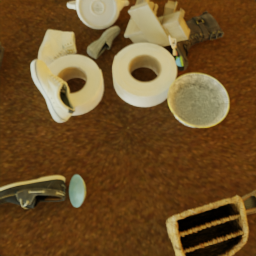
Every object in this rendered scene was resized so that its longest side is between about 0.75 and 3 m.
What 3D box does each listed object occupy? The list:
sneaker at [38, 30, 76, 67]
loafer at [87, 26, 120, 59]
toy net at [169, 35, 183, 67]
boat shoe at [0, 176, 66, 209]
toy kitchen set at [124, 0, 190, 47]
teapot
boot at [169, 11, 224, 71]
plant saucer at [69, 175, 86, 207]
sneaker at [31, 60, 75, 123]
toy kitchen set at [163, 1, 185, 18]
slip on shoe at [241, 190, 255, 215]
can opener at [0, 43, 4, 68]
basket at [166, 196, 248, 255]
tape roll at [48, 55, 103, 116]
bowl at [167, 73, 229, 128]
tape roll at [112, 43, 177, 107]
[{"bbox_3d":[-3.040,-3.321,12.333,1.426,0.909,2.467,4,66,5],"label":"sneaker"},{"bbox_3d":[-1.016,-3.857,12.730,0.664,0.666,1.904,43,81,11],"label":"loafer"},{"bbox_3d":[1.845,-2.998,10.743,0.254,1.314,0.690,-10,40,20],"label":"toy net"},{"bbox_3d":[-3.551,2.400,9.878,2.691,0.966,0.910,-10,63,-6],"label":"boat shoe"},{"bbox_3d":[1.115,-4.995,11.785,2.599,2.121,2.345,-1,62,37],"label":"toy kitchen set"},{"bbox_3d":[-1.400,-5.688,12.979,2.108,2.136,1.560,-42,25,21],"label":"teapot"},{"bbox_3d":[3.045,-4.029,12.572,2.582,1.027,2.966,-12,66,-5],"label":"boot"},{"bbox_3d":[-1.771,2.251,10.032,0.220,1.141,1.141,7,61,-38],"label":"plant saucer"},{"bbox_3d":[-2.716,-1.512,10.476,0.924,0.953,2.610,-30,85,24],"label":"sneaker"},{"bbox_3d":[2.256,-5.693,13.259,0.927,1.025,1.137,15,72,5],"label":"toy kitchen set"},{"bbox_3d":[4.566,2.609,9.994,1.964,0.595,0.747,-15,68,-6],"label":"slip on shoe"},{"bbox_3d":[-6.065,-2.639,12.181,0.827,0.660,2.475,0,66,-1],"label":"can opener"},{"bbox_3d":[2.605,3.419,9.016,2.392,1.782,1.707,-14,68,-7],"label":"basket"},{"bbox_3d":[-2.258,-1.790,11.643,2.470,0.864,2.470,-1,68,1],"label":"tape roll"},{"bbox_3d":[2.664,-0.897,11.186,2.367,1.111,2.367,1,67,-2],"label":"bowl"},{"bbox_3d":[0.661,-2.266,11.864,2.699,0.944,2.699,0,68,0],"label":"tape roll"}]
